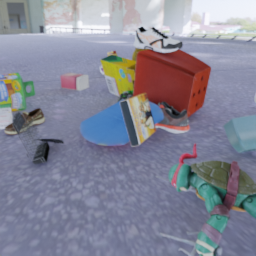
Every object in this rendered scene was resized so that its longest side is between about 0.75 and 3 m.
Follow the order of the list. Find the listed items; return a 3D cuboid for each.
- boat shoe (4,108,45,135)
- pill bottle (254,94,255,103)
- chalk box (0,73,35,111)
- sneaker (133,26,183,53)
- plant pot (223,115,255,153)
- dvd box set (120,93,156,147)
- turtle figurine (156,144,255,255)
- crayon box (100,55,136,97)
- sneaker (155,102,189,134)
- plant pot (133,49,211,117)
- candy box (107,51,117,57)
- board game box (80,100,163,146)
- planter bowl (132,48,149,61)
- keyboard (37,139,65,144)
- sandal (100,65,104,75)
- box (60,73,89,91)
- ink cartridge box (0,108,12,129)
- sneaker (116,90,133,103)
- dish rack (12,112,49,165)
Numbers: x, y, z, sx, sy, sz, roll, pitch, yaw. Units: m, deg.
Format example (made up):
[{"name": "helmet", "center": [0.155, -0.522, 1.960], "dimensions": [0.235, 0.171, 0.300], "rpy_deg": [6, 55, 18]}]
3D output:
[{"name": "boat shoe", "center": [-3.413, -0.270, 9.176], "dimensions": [0.564, 0.565, 1.528], "rpy_deg": [11, 26, 24]}, {"name": "pill bottle", "center": [5.638, -1.086, 10.860], "dimensions": [0.755, 0.755, 1.263], "rpy_deg": [-16, 28, -33]}, {"name": "chalk box", "center": [-4.685, -1.391, 10.925], "dimensions": [2.023, 1.263, 1.254], "rpy_deg": [-12, 26, -23]}, {"name": "sneaker", "center": [0.995, -3.058, 9.675], "dimensions": [1.862, 0.745, 0.687], "rpy_deg": [17, 34, 26]}, {"name": "plant pot", "center": [3.174, 0.194, 7.530], "dimensions": [0.847, 0.865, 0.849], "rpy_deg": [-8, -14, 1]}, {"name": "dvd box set", "center": [0.255, -0.227, 6.245], "dimensions": [0.196, 0.975, 1.332], "rpy_deg": [-12, 7, 23]}, {"name": "turtle figurine", "center": [1.635, 1.259, 4.758], "dimensions": [2.762, 1.391, 2.068], "rpy_deg": [15, 27, 19]}, {"name": "crayon box", "center": [-0.085, -2.014, 11.787], "dimensions": [0.671, 1.678, 2.643], "rpy_deg": [-29, 35, -22]}, {"name": "sneaker", "center": [1.024, -0.492, 9.277], "dimensions": [2.181, 0.893, 0.840], "rpy_deg": [13, 26, 28]}, {"name": "plant pot", "center": [1.683, -1.564, 10.240], "dimensions": [2.042, 2.315, 2.317], "rpy_deg": [21, 30, 28]}, {"name": "candy box", "center": [-0.549, -2.764, 13.507], "dimensions": [0.489, 1.730, 1.009], "rpy_deg": [-14, 24, 2]}, {"name": "board game box", "center": [-0.151, -0.043, 8.590], "dimensions": [2.551, 0.497, 2.015], "rpy_deg": [-32, 39, -29]}, {"name": "planter bowl", "center": [0.851, -2.488, 12.754], "dimensions": [1.135, 2.726, 2.726], "rpy_deg": [-22, 5, 41]}, {"name": "keyboard", "center": [-2.163, 0.364, 7.943], "dimensions": [0.870, 0.090, 0.553], "rpy_deg": [0, -14, 42]}, {"name": "sandal", "center": [-1.224, -3.600, 16.926], "dimensions": [1.011, 0.611, 2.485], "rpy_deg": [-9, 25, -21]}, {"name": "box", "center": [-2.630, -2.288, 13.804], "dimensions": [1.182, 0.644, 0.756], "rpy_deg": [11, 25, 23]}, {"name": "ink cartridge box", "center": [-4.270, -0.267, 9.353], "dimensions": [0.714, 0.421, 1.240], "rpy_deg": [-8, 25, -19]}, {"name": "sneaker", "center": [-0.216, -0.921, 10.363], "dimensions": [0.734, 0.802, 1.882], "rpy_deg": [4, 22, 15]}, {"name": "dish rack", "center": [-2.484, 0.217, 7.157], "dimensions": [0.365, 1.340, 1.027], "rpy_deg": [-22, 23, -3]}]
